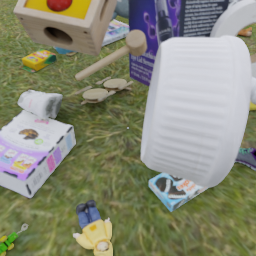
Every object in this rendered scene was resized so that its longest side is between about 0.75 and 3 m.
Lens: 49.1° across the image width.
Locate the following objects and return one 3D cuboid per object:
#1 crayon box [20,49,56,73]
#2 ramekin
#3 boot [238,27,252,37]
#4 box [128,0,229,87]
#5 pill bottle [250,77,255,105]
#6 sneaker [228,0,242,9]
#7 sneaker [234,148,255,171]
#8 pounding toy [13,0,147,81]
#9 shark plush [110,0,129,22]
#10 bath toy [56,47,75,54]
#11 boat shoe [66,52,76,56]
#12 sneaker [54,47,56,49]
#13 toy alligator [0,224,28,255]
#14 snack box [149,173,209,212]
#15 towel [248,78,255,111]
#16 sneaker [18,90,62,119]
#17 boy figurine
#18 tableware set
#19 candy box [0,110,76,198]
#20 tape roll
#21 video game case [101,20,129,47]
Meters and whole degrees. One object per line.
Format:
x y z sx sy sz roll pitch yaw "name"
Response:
-3.746 -2.784 11.595 0.832 0.333 1.310 25 48 25 "crayon box"
0.872 -0.301 4.385 1.095 2.351 2.351 9 42 0 "ramekin"
5.768 -4.790 13.847 0.623 0.297 0.806 13 42 17 "boot"
1.113 -2.400 6.815 1.451 2.781 2.058 -17 31 -26 "box"
2.707 -0.602 5.372 0.935 0.508 0.508 27 47 7 "pill bottle"
3.087 -3.529 8.116 2.516 0.972 0.985 -22 5 -2 "sneaker"
3.128 0.659 7.585 1.352 0.592 0.503 21 46 21 "sneaker"
-0.798 -2.065 5.378 2.399 1.097 2.107 14 74 8 "pounding toy"
-0.613 -4.060 9.281 2.923 1.328 1.217 -3 82 -14 "shark plush"
-1.994 -3.295 7.850 0.978 1.151 2.646 -28 70 6 "bath toy"
-2.337 -3.613 12.460 0.421 0.395 1.169 21 46 21 "boat shoe"
-2.650 -3.926 12.697 0.570 0.563 1.435 29 61 35 "sneaker"
-2.549 2.399 5.932 0.257 0.281 0.947 -17 21 50 "toy alligator"
1.393 1.351 7.049 1.528 0.284 0.888 -24 47 -24 "snack box"
4.641 -1.282 9.966 2.497 0.284 1.793 -5 42 -5 "towel"
-2.620 -0.795 8.354 1.039 0.815 2.091 20 0 -2 "sneaker"
-0.733 2.232 5.976 0.845 0.438 1.360 -14 41 -19 "boy figurine"
-0.780 -1.277 9.918 1.245 0.377 1.883 18 38 36 "tableware set"
-2.720 0.592 7.539 1.758 0.750 2.096 17 45 18 "candy box"
2.617 -1.856 5.956 1.752 1.752 0.320 0 39 0 "tape roll"
-1.448 -4.873 13.923 2.464 0.321 2.707 -32 50 -31 "video game case"
